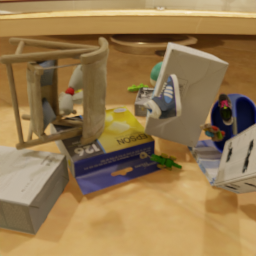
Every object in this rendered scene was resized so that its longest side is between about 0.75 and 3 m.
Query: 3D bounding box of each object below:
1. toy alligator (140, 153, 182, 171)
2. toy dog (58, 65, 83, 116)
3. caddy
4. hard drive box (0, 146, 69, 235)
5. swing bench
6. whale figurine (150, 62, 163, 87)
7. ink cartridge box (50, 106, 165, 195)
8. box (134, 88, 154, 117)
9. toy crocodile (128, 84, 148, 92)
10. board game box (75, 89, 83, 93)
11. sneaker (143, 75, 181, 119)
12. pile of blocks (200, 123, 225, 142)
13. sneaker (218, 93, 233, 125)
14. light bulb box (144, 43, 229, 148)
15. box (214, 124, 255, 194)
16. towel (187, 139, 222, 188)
[{"bbox_3d":[0.958,0.955,8.466,1.456,0.432,0.395,19,6,-18],"label":"toy alligator"},{"bbox_3d":[-1.499,-1.334,9.478,1.086,2.255,1.487,28,-3,-22],"label":"toy dog"},{"bbox_3d":[3.303,-0.076,8.767,1.382,1.955,1.026,-4,1,17],"label":"caddy"},{"bbox_3d":[-3.166,1.461,7.329,2.602,0.999,2.028,7,30,12],"label":"hard drive box"},{"bbox_3d":[-1.806,-0.969,7.744,2.642,2.628,1.714,-3,34,-12],"label":"swing bench"},{"bbox_3d":[2.198,-2.935,14.738,2.036,1.328,2.560,16,33,26],"label":"whale figurine"},{"bbox_3d":[-0.663,0.486,8.785,2.799,0.666,2.833,-13,41,-29],"label":"ink cartridge box"},{"bbox_3d":[1.591,-1.101,12.257,2.436,0.589,1.929,5,30,9],"label":"box"},{"bbox_3d":[0.509,-1.983,14.145,1.080,0.333,0.365,-10,32,-9],"label":"toy crocodile"},{"bbox_3d":[-2.185,-1.755,13.728,1.165,0.277,0.592,16,33,25],"label":"board game box"},{"bbox_3d":[0.758,-0.733,6.558,0.841,0.463,1.149,-5,63,4],"label":"sneaker"},{"bbox_3d":[2.549,0.144,8.251,0.998,0.410,0.310,22,-26,-31],"label":"pile of blocks"},{"bbox_3d":[2.861,-0.587,8.227,0.361,0.978,0.428,-10,-13,22],"label":"sneaker"},{"bbox_3d":[1.801,-1.260,9.548,1.753,2.785,2.810,17,20,0],"label":"light bulb box"},{"bbox_3d":[2.991,0.773,6.725,0.721,2.399,1.399,21,72,2],"label":"box"},{"bbox_3d":[2.972,1.003,8.894,1.690,0.274,2.301,-4,30,-9],"label":"towel"}]
